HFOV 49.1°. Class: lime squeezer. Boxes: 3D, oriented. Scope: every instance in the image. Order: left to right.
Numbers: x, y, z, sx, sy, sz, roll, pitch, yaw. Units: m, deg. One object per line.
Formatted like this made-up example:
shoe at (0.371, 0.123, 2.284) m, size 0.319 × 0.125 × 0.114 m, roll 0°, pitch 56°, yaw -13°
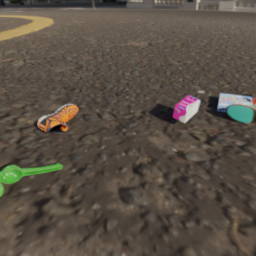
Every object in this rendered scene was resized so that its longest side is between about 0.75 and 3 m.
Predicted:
lime squeezer at (-2.866, 1.472, 6.695) m, size 0.983 × 0.525 × 2.784 m, roll 40°, pitch 37°, yaw 5°

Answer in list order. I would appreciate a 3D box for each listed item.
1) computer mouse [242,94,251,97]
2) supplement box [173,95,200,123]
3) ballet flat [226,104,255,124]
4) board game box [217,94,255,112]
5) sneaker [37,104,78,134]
computer mouse at (5.425, -1.171, 11.684) m, size 1.571 × 0.267 × 0.460 m, roll 6°, pitch 44°, yaw 22°
supplement box at (2.027, -0.660, 9.714) m, size 0.496 × 0.506 × 0.980 m, roll 29°, pitch 47°, yaw 26°
ballet flat at (4.481, -0.436, 9.984) m, size 1.946 × 0.662 × 0.654 m, roll 19°, pitch 21°, yaw 17°
board game box at (4.443, -0.914, 11.072) m, size 1.682 × 0.308 × 1.272 m, roll 9°, pitch 30°, yaw 17°
sneaker at (-2.212, -0.228, 9.634) m, size 0.895 × 0.620 × 1.598 m, roll 29°, pitch 50°, yaw 36°
